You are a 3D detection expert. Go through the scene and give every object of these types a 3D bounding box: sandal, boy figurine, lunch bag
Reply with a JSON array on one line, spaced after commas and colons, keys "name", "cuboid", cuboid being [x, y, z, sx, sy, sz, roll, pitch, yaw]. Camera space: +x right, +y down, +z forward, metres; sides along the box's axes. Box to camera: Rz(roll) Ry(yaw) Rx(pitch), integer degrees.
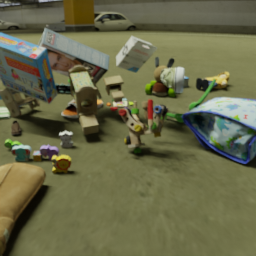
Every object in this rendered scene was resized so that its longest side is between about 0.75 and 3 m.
[{"name": "sandal", "cuboid": [-1.942, -1.025, 11.843, 0.878, 0.657, 2.292, 14, 27, 28]}, {"name": "boy figurine", "cuboid": [4.756, -2.495, 15.134, 2.280, 0.735, 1.418, -18, 27, -31]}, {"name": "lunch bag", "cuboid": [3.207, -0.165, 8.853, 2.386, 1.521, 2.029, 31, 37, 34]}]

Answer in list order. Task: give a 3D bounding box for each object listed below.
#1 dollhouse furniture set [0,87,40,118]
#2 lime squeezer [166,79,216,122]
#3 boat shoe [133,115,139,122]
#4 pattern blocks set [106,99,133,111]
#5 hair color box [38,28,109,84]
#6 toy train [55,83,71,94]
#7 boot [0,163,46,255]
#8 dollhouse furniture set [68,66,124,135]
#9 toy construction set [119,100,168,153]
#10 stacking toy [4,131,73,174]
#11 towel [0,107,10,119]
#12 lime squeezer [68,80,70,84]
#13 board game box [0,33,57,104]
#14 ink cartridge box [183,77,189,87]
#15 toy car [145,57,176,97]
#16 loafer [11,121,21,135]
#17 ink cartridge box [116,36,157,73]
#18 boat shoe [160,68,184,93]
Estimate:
[{"name": "dollhouse furniture set", "cuboid": [-4.839, -1.078, 11.755, 1.666, 1.167, 1.174, -14, 15, 34]}, {"name": "lime squeezer", "cuboid": [2.261, -0.787, 10.681, 2.739, 0.517, 0.967, -29, 48, 23]}, {"name": "boat shoe", "cuboid": [0.215, -0.457, 10.821, 0.420, 0.448, 1.215, -14, 26, -16]}, {"name": "pattern blocks set", "cuboid": [-0.364, -1.069, 12.630, 1.197, 0.110, 1.362, -6, 24, -13]}, {"name": "hair color box", "cuboid": [-2.179, -2.639, 10.827, 2.611, 1.293, 0.792, 18, 58, -27]}, {"name": "toy train", "cuboid": [-3.319, -2.053, 14.430, 1.230, 0.524, 0.701, 4, 15, 9]}, {"name": "boot", "cuboid": [-3.115, 1.584, 5.857, 2.140, 0.808, 2.444, 12, 24, -5]}, {"name": "dollhouse furniture set", "cuboid": [-0.864, -1.148, 9.812, 1.992, 1.252, 2.252, -12, 46, -16]}, {"name": "toy construction set", "cuboid": [0.489, 0.025, 8.134, 1.518, 1.399, 1.820, -1, -5, 0]}, {"name": "stacking toy", "cuboid": [-2.699, 0.707, 8.108, 2.231, 0.524, 1.682, -3, 24, -4]}, {"name": "towel", "cuboid": [-5.386, -0.592, 11.516, 0.992, 0.152, 1.300, -9, 24, -21]}, {"name": "lime squeezer", "cuboid": [-2.213, -1.436, 12.568, 0.355, 1.881, 0.664, -33, 66, 5]}, {"name": "board game box", "cuboid": [-3.672, -2.052, 9.786, 2.130, 2.086, 0.595, 22, 55, 13]}, {"name": "ink cartridge box", "cuboid": [2.663, -2.634, 15.662, 0.893, 0.520, 1.235, -10, 26, -22]}, {"name": "toy car", "cuboid": [1.752, -2.603, 13.965, 1.503, 1.830, 1.444, 9, 26, 20]}, {"name": "loafer", "cuboid": [-4.027, -0.011, 9.958, 0.335, 0.326, 0.919, -11, 26, -24]}, {"name": "ink cartridge box", "cuboid": [0.287, -2.673, 9.971, 0.855, 1.477, 0.492, 12, 58, -28]}, {"name": "boat shoe", "cuboid": [1.423, -1.589, 9.209, 0.688, 0.798, 2.217, 2, 13, 4]}]
